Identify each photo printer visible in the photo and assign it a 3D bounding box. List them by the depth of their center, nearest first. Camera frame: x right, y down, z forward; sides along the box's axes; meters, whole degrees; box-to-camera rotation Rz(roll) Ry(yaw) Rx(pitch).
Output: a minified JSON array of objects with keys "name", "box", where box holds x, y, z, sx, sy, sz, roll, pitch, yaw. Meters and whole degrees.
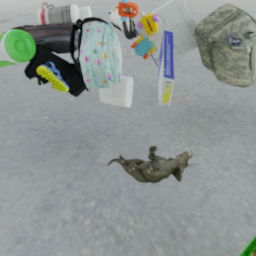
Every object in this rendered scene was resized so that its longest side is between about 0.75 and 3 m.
[{"name":"photo printer","box":[-0.409,-1.158,8.686,1.112,0.925,0.386,11,14,30]}]

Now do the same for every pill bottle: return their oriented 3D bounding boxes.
[{"name":"pill bottle","box":[-2.037,-3.522,9.217,1.660,0.919,0.919,-7,32,5]}]

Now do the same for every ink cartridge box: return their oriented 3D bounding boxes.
[{"name":"ink cartridge box","box":[1.311,-2.154,9.510,0.495,2.108,2.083,4,62,1]},{"name":"ink cartridge box","box":[1.622,-3.728,11.060,2.108,2.103,0.428,-26,30,21]}]

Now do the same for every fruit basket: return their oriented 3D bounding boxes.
[{"name":"fruit basket","box":[2.477,3.053,5.138,2.083,1.503,2.083,15,30,-9]}]

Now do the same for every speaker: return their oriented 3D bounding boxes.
[{"name":"speaker","box":[-3.680,-2.222,8.124,2.194,0.970,0.970,1,28,36]}]

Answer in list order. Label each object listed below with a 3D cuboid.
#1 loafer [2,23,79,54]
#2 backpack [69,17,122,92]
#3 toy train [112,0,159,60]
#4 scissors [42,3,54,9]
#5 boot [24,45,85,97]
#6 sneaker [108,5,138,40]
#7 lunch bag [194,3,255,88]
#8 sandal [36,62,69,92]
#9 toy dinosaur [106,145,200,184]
[{"name":"loafer","box":[-2.820,-2.888,8.951,2.718,0.977,0.856,4,72,13]},{"name":"backpack","box":[-0.722,-1.768,6.914,1.138,1.500,1.798,-13,46,10]},{"name":"toy train","box":[0.316,-3.717,10.540,1.723,2.294,0.638,10,42,12]},{"name":"scissors","box":[-3.258,-4.508,11.377,0.487,0.093,1.331,3,73,-21]},{"name":"boot","box":[-2.040,-1.999,8.926,1.984,2.422,0.896,26,53,-28]},{"name":"sneaker","box":[-0.244,-4.503,12.110,0.995,0.917,2.488,-24,47,13]},{"name":"lunch bag","box":[3.867,-2.884,10.281,1.824,2.618,2.196,-37,53,0]},{"name":"sandal","box":[-2.137,-1.511,8.256,0.452,1.137,0.495,-8,50,31]},{"name":"toy dinosaur","box":[0.406,0.893,5.849,1.955,1.000,0.752,-18,47,27]}]
